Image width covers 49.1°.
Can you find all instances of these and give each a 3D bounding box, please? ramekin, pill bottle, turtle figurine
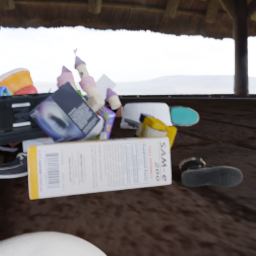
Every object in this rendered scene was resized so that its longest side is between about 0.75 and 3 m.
[{"bbox_3d":[0.817,-0.546,13.041,2.409,1.122,2.409,0,2,0],"label":"ramekin"},{"bbox_3d":[-1.678,-0.278,8.747,1.588,0.951,0.951,31,21,19],"label":"pill bottle"},{"bbox_3d":[-4.653,-0.068,7.932,2.791,2.071,2.878,-17,-5,-31],"label":"turtle figurine"}]

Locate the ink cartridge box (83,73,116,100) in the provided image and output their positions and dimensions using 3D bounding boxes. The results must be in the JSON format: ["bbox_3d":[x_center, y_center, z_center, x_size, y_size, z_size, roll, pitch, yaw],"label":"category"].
[{"bbox_3d":[-1.631,-1.533,13.844,0.838,1.455,2.513,40,-20,-9],"label":"ink cartridge box"}]

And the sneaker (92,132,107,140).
[{"bbox_3d":[-1.036,0.603,7.788,0.922,0.812,2.180,-1,9,-4],"label":"sneaker"}]

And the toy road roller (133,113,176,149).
[{"bbox_3d":[0.968,0.263,8.904,1.290,1.086,1.767,13,13,-14],"label":"toy road roller"}]

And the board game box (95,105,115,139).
[{"bbox_3d":[-0.988,-0.133,9.995,0.292,1.304,0.877,-13,39,-43],"label":"board game box"}]

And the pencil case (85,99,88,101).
[{"bbox_3d":[-1.788,-0.907,11.456,1.265,0.566,0.492,-16,0,39],"label":"pencil case"}]

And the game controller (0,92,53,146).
[{"bbox_3d":[-2.865,-0.245,7.429,2.531,1.320,0.533,-10,23,-34],"label":"game controller"}]

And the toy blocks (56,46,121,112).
[{"bbox_3d":[-1.913,-1.217,9.866,2.616,2.202,2.444,-5,-26,-49],"label":"toy blocks"}]

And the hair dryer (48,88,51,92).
[{"bbox_3d":[-2.684,-0.826,8.642,1.419,0.385,1.080,-39,-7,20],"label":"hair dryer"}]

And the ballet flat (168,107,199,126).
[{"bbox_3d":[2.156,-0.558,14.848,2.996,1.036,1.066,0,-10,1],"label":"ballet flat"}]

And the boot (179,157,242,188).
[{"bbox_3d":[1.828,1.002,6.476,1.321,0.483,0.995,-6,10,2],"label":"boot"}]

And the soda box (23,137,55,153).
[{"bbox_3d":[-2.270,0.530,8.683,0.713,0.666,2.092,4,10,20],"label":"soda box"}]

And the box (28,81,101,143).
[{"bbox_3d":[-1.554,-0.262,6.775,1.227,1.217,0.756,-24,21,45],"label":"box"}]

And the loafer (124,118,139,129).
[{"bbox_3d":[0.332,-0.076,11.005,1.105,0.348,0.397,17,-1,-4],"label":"loafer"}]

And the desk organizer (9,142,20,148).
[{"bbox_3d":[-3.730,0.123,9.300,0.567,0.609,1.582,-37,15,-7],"label":"desk organizer"}]

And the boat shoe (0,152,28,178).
[{"bbox_3d":[-2.449,0.836,7.061,1.928,0.582,0.712,-6,11,-33],"label":"boat shoe"}]

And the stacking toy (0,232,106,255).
[{"bbox_3d":[-0.879,1.471,2.382,1.346,1.346,1.843,-4,-8,-24],"label":"stacking toy"}]

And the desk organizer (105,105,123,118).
[{"bbox_3d":[-1.091,-1.137,18.876,0.731,0.681,1.899,-8,12,-31],"label":"desk organizer"}]

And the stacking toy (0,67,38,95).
[{"bbox_3d":[-3.795,-0.856,10.533,1.809,2.476,1.809,-40,-1,-1],"label":"stacking toy"}]

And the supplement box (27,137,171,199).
[{"bbox_3d":[-0.631,0.721,5.746,2.589,0.952,1.632,-3,-3,-16],"label":"supplement box"}]
